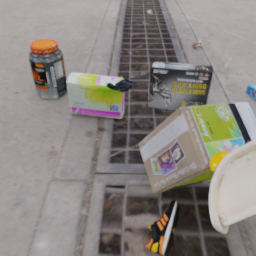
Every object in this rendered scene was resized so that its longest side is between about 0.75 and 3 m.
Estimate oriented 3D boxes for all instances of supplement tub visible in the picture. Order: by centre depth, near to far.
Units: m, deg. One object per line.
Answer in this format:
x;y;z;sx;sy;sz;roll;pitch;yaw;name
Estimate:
-3.384;-2.477;11.890;1.392;2.273;1.392;0;37;0;supplement tub

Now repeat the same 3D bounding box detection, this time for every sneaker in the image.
0.850;2.401;6.989;0.640;0.497;1.422;5;50;24;sneaker

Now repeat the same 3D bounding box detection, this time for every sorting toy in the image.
3.022;1.237;5.932;2.613;2.352;1.396;-29;50;14;sorting toy

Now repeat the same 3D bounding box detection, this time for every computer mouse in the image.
-0.200;-1.254;8.610;0.666;0.253;0.961;23;30;18;computer mouse

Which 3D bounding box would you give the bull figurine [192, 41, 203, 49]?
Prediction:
4.137;-4.890;16.526;0.532;0.285;0.876;30;47;32;bull figurine

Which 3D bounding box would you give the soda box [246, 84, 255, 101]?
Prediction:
5.660;-1.386;12.013;0.439;0.416;1.295;-11;39;-13;soda box

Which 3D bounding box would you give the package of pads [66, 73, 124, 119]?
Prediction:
-1.195;-1.211;10.562;2.115;1.634;0.721;6;46;3;package of pads

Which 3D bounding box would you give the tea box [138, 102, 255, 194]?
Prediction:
1.853;0.551;7.305;2.249;2.286;1.528;-7;69;-28;tea box

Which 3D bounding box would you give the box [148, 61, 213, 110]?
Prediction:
2.003;-1.599;11.122;2.354;1.864;0.569;7;38;8;box
